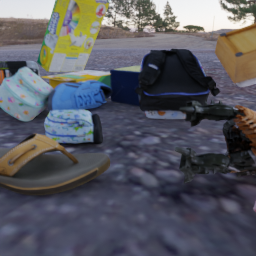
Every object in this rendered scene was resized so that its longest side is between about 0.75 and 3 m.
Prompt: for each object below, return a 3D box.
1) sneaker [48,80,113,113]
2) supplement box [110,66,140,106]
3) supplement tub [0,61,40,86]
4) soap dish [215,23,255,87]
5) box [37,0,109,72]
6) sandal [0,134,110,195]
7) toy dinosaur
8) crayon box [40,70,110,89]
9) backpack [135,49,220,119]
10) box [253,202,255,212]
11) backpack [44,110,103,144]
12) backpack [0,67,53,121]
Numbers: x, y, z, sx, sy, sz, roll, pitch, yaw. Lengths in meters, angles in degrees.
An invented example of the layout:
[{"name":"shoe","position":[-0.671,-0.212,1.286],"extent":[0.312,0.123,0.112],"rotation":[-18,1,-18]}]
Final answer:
[{"name":"sneaker","position":[-1.429,-1.017,9.056],"extent":[1.101,0.925,2.807],"rotation":[7,19,22]},{"name":"supplement box","position":[0.540,-1.606,10.415],"extent":[1.739,1.168,1.738],"rotation":[14,23,35]},{"name":"supplement tub","position":[-4.307,-1.479,9.503],"extent":[2.475,1.516,1.516],"rotation":[-7,20,-22]},{"name":"soap dish","position":[2.972,-1.819,6.597],"extent":[1.494,0.771,1.899],"rotation":[-15,34,12]},{"name":"box","position":[-1.799,-3.334,9.353],"extent":[0.722,2.987,1.752],"rotation":[42,30,21]},{"name":"sandal","position":[-1.799,0.480,4.876],"extent":[2.947,0.804,1.204],"rotation":[5,19,14]},{"name":"toy dinosaur","position":[1.782,0.128,4.306],"extent":[1.847,2.722,1.390],"rotation":[4,56,25]},{"name":"crayon box","position":[-2.103,-1.952,12.123],"extent":[1.758,0.721,2.797],"rotation":[15,23,37]},{"name":"backpack","position":[1.267,-1.338,8.241],"extent":[2.216,1.707,2.111],"rotation":[4,54,-3]},{"name":"box","position":[3.132,0.609,3.459],"extent":[2.685,1.338,1.282],"rotation":[-8,29,-21]},{"name":"backpack","position":[-1.272,-0.017,6.429],"extent":[1.239,0.952,1.010],"rotation":[-13,24,-1]},{"name":"backpack","position":[-3.041,-0.978,8.227],"extent":[1.386,1.209,1.577],"rotation":[42,24,-13]}]
